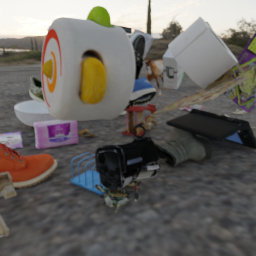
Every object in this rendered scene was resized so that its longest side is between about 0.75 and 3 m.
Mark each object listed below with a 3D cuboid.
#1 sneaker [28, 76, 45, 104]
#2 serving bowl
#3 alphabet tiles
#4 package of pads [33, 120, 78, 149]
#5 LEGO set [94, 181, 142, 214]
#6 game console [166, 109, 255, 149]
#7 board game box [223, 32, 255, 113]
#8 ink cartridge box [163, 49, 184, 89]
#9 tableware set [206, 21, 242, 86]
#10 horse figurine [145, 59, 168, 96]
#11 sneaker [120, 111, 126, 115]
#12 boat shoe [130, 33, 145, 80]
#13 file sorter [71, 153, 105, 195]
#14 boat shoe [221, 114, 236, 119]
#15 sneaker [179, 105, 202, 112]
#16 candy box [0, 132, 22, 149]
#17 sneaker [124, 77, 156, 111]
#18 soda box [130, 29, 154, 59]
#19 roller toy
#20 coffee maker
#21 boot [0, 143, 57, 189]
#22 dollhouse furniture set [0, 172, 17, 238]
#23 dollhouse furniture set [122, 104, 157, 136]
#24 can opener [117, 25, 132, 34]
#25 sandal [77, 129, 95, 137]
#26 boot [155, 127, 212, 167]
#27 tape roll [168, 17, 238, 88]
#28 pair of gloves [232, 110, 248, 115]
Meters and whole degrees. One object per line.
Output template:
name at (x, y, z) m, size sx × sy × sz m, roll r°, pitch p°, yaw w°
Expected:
sneaker at (-2.739, -1.223, 9.965) m, size 2.096 × 0.929 × 0.806 m, roll 22°, pitch 56°, yaw 14°
serving bowl at (-3.740, -0.596, 12.962) m, size 2.811 × 0.925 × 2.811 m, roll 2°, pitch 17°, yaw -1°
alphabet tiles at (2.361, -1.068, 8.743) m, size 2.657 × 0.100 × 2.221 m, roll -28°, pitch 9°, yaw -37°
package of pads at (-2.686, 0.183, 10.428) m, size 1.566 × 0.943 × 0.592 m, roll -9°, pitch 20°, yaw -25°
LEGO set at (-0.186, 1.637, 6.764) m, size 1.078 × 0.471 × 1.661 m, roll 15°, pitch 10°, yaw 36°
game console at (3.019, 0.244, 10.172) m, size 1.444 × 2.182 × 2.481 m, roll -50°, pitch 37°, yaw -13°
board game box at (4.604, -2.087, 10.161) m, size 0.432 × 2.678 × 1.607 m, roll 4°, pitch 37°, yaw -36°
ink cartridge box at (2.023, -2.686, 12.269) m, size 0.663 × 1.579 × 1.152 m, roll 14°, pitch 49°, yaw 22°
tableware set at (2.785, -2.488, 10.049) m, size 1.565 × 2.367 × 0.474 m, roll -39°, pitch -17°, yaw 32°
horse figurine at (1.489, -2.608, 13.687) m, size 0.706 × 1.873 × 2.827 m, roll 0°, pitch 23°, yaw 33°
sneaker at (-1.327, -1.237, 14.725) m, size 2.679 × 1.194 × 1.052 m, roll -10°, pitch 19°, yaw -27°
boat shoe at (0.255, -2.522, 11.046) m, size 0.706 × 2.495 × 0.856 m, roll 17°, pitch -2°, yaw 44°
file sorter at (-0.895, 1.178, 7.573) m, size 1.137 × 0.697 × 0.789 m, roll 12°, pitch 20°, yaw 36°
boat shoe at (4.678, -0.254, 12.787) m, size 0.455 × 0.497 × 1.331 m, roll 2°, pitch 24°, yaw -13°
sneaker at (3.498, -1.321, 15.913) m, size 1.488 × 0.656 × 0.605 m, roll 13°, pitch 21°, yaw 37°
candy box at (-4.411, 0.481, 10.474) m, size 0.817 × 0.348 × 0.974 m, roll -7°, pitch 17°, yaw -21°
sneaker at (-0.213, -1.191, 9.764) m, size 2.301 × 0.904 × 1.026 m, roll -18°, pitch 65°, yaw -20°
soda box at (0.141, -3.273, 13.686) m, size 0.921 × 2.904 × 0.991 m, roll 31°, pitch 23°, yaw 4°
roller toy at (-1.239, -1.478, 7.486) m, size 2.031 × 2.906 × 2.651 m, roll -3°, pitch -28°, yaw -29°
coffee maker at (-0.060, 0.704, 7.086) m, size 1.047 × 1.493 × 1.555 m, roll -34°, pitch -18°, yaw 32°
boot at (-3.110, 0.894, 7.417) m, size 2.553 × 1.369 × 0.958 m, roll -11°, pitch 18°, yaw -37°
dollhouse furniture set at (-2.826, 1.992, 5.602) m, size 1.578 × 0.904 × 1.851 m, roll -15°, pitch 46°, yaw -39°
dollhouse furniture set at (0.548, -0.484, 12.290) m, size 0.874 × 1.156 × 2.148 m, roll 7°, pitch 19°, yaw 23°
can opener at (-0.434, -4.458, 12.777) m, size 1.233 × 0.410 × 0.325 m, roll 10°, pitch -20°, yaw 8°
sandal at (-1.843, 0.175, 11.604) m, size 1.047 × 0.283 × 0.421 m, roll 10°, pitch 19°, yaw 30°
boot at (1.572, 0.521, 9.591) m, size 1.597 × 0.828 × 2.444 m, roll -7°, pitch 18°, yaw -16°
tape roll at (2.392, -2.397, 9.015) m, size 1.307 × 1.903 × 1.903 m, roll -40°, pitch -2°, yaw 28°
pair of gloves at (6.135, -0.861, 15.296) m, size 0.682 × 0.141 × 0.802 m, roll 15°, pitch 23°, yaw 39°
